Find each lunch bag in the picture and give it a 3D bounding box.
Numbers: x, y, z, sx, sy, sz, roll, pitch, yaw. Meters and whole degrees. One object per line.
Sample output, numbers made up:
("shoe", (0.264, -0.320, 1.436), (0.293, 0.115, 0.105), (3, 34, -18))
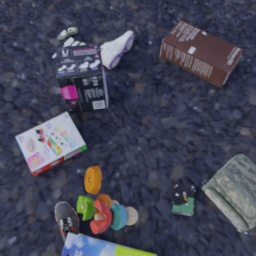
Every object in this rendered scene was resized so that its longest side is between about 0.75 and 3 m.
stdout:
("lunch bag", (2.850, 1.760, 7.215), (1.157, 1.393, 1.661), (-30, 70, -36))

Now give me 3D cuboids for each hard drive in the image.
("hard drive", (1.594, 2.045, 8.087), (0.629, 0.170, 0.900), (9, 62, 4))

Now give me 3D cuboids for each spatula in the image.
("spatula", (-2.260, -2.949, 10.726), (0.831, 0.096, 1.195), (31, 67, 14))

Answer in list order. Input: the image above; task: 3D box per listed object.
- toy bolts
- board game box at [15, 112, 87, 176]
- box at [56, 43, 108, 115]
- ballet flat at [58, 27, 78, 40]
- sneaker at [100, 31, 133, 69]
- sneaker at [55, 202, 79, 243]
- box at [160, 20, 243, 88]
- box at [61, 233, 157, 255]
("toy bolts", (-0.457, 1.885, 7.212), (1.131, 1.631, 1.558), (9, 99, -28))
("board game box", (-2.391, 0.461, 8.729), (1.778, 0.359, 1.361), (-27, 68, -13))
("box", (-1.399, -1.497, 8.850), (1.364, 2.064, 1.184), (-8, 64, -4))
("ballet flat", (-2.397, -3.763, 11.041), (0.878, 0.280, 0.296), (-26, 66, -13))
("sneaker", (-0.482, -3.061, 10.445), (0.918, 0.690, 1.843), (31, 67, 15))
("sneaker", (-1.589, 2.641, 7.529), (0.571, 0.607, 1.481), (-24, 65, -12))
("box", (2.591, -2.691, 10.119), (2.592, 0.971, 1.298), (31, 66, 13))
("box", (-0.557, 3.535, 6.797), (2.317, 0.552, 1.413), (18, 63, -8))
